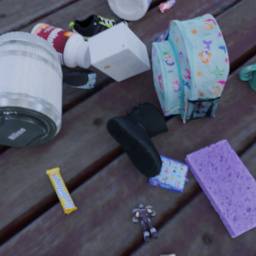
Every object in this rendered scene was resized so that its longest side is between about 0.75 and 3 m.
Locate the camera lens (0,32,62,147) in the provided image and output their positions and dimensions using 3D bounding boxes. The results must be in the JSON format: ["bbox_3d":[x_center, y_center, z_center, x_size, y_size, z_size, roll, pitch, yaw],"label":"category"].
[{"bbox_3d":[-3.040,-1.010,7.989,2.225,2.225,2.782,-5,60,-3],"label":"camera lens"}]

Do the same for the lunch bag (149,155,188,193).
[{"bbox_3d":[1.170,1.284,7.705,1.018,0.479,0.767,17,64,4],"label":"lunch bag"}]

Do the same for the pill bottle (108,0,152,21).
[{"bbox_3d":[0.411,-5.798,11.180,1.611,1.611,2.831,18,62,10],"label":"pill bottle"}]

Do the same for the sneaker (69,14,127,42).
[{"bbox_3d":[-1.058,-3.753,10.388,2.160,0.894,0.774,-12,60,-7],"label":"sneaker"}]

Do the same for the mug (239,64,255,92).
[{"bbox_3d":[4.609,-1.746,9.185,1.474,0.912,1.211,-23,64,-13],"label":"mug"}]

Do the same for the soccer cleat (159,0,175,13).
[{"bbox_3d":[1.624,-5.009,11.529,0.853,0.284,0.326,-32,100,-26],"label":"soccer cleat"}]

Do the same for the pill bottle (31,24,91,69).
[{"bbox_3d":[-2.248,-2.775,9.676,2.026,1.145,1.145,20,62,10],"label":"pill bottle"}]

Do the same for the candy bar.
[{"bbox_3d":[-1.798,1.684,7.567,0.357,0.159,1.433,-16,54,-28],"label":"candy bar"}]

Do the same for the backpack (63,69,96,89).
[{"bbox_3d":[-1.473,-1.589,9.044,0.856,0.807,1.050,5,28,14],"label":"backpack"}]

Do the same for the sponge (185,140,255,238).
[{"bbox_3d":[2.722,1.554,7.602,1.325,0.354,2.376,-22,62,-12],"label":"sponge"}]

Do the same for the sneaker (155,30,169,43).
[{"bbox_3d":[1.255,-3.341,10.475,0.383,0.368,0.977,21,60,18],"label":"sneaker"}]

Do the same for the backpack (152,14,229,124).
[{"bbox_3d":[1.763,-1.732,8.118,2.081,2.764,2.453,-7,61,-4],"label":"backpack"}]

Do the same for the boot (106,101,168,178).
[{"bbox_3d":[0.551,0.217,7.916,2.107,0.780,1.727,48,41,15],"label":"boot"}]

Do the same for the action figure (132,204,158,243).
[{"bbox_3d":[0.436,2.386,7.146,0.621,0.331,0.954,-17,57,-2],"label":"action figure"}]

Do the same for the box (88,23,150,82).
[{"bbox_3d":[-0.243,-2.277,8.718,1.262,1.657,0.881,-17,73,23],"label":"box"}]
